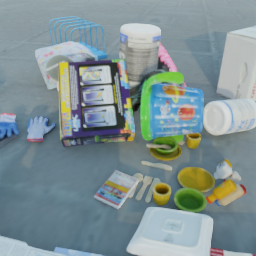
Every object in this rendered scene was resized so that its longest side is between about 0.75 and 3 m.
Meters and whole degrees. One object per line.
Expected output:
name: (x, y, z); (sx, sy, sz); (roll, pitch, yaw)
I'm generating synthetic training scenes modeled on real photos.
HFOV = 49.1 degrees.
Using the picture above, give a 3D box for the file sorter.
file sorter: (-2.228, -3.860, 12.093); (1.599, 1.414, 2.305); (-22, 39, -29)

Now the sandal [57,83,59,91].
sandal: (-1.217, -1.542, 8.924); (2.081, 0.596, 0.797); (-6, 66, -10)

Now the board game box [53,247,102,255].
board game box: (-0.481, 2.184, 3.642); (1.386, 0.254, 1.049); (5, 33, 9)

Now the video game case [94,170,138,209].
video game case: (-0.213, 1.155, 5.343); (0.539, 0.066, 0.754); (18, 41, 25)

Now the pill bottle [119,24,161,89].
pill bottle: (0.297, -1.916, 8.224); (1.144, 2.011, 1.144); (3, 31, -2)

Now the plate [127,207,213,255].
plate: (0.686, 1.577, 4.310); (1.151, 0.186, 1.154); (4, 19, 19)

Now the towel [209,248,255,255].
towel: (1.563, 2.391, 3.319); (2.562, 0.291, 1.845); (5, 35, 10)

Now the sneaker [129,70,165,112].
sneaker: (0.502, -1.014, 7.631); (0.568, 1.508, 0.598); (-11, 70, -48)

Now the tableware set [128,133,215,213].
tableware set: (1.029, 0.755, 5.799); (1.570, 0.358, 2.331); (12, 34, 18)

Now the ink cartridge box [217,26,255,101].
ink cartridge box: (4.227, -2.115, 8.781); (2.744, 2.000, 1.136); (-20, 38, -29)

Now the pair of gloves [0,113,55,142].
pair of gloves: (-2.624, -0.043, 6.985); (1.554, 0.177, 1.249); (3, 28, -13)

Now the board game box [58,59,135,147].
board game box: (-0.800, -0.642, 6.854); (1.697, 0.582, 2.053); (-5, 68, -6)

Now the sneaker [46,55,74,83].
sneaker: (-1.057, -1.119, 8.014); (2.684, 1.076, 0.944); (36, 85, 13)

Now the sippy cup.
sippy cup: (0.965, -0.366, 5.967); (1.225, 1.313, 1.672); (2, -5, 12)

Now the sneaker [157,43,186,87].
sneaker: (0.969, -1.693, 9.273); (1.384, 1.147, 2.902); (-29, 39, 12)

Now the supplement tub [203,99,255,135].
supplement tub: (2.511, -0.284, 6.837); (1.245, 0.821, 0.821); (-7, 32, -30)

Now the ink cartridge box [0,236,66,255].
ink cartridge box: (-1.661, 2.364, 3.149); (1.941, 0.487, 2.236); (14, 34, 2)

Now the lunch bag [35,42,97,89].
lunch bag: (-2.114, -2.254, 9.790); (1.897, 1.206, 1.609); (-22, 36, -13)

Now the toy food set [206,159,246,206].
toy food set: (1.737, 1.040, 5.085); (0.554, 0.522, 1.160); (47, 21, -4)

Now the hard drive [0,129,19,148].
hard drive: (-3.123, 0.235, 6.780); (0.579, 0.182, 0.859); (15, 35, 22)
